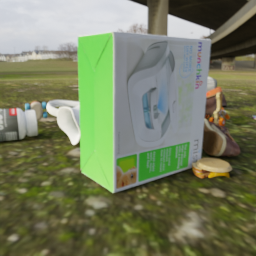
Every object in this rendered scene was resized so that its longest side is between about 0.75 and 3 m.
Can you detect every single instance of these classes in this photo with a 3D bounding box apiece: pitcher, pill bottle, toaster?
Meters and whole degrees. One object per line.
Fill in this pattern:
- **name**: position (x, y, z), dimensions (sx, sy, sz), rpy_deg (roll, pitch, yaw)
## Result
- **pitcher**: position (-1.229, -0.542, 9.275), dimensions (2.445, 1.482, 2.097), rpy_deg (-19, 45, -41)
- **pill bottle**: position (-3.844, -0.095, 8.869), dimensions (1.762, 1.003, 1.003), rpy_deg (-6, 14, -22)
- **toaster**: position (3.663, -1.916, 15.459), dimensions (1.887, 1.660, 2.922), rpy_deg (-5, 11, -5)

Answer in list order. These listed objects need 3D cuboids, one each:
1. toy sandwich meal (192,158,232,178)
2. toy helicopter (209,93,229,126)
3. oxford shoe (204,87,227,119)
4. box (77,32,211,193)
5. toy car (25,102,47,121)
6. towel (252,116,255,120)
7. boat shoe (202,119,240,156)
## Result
- **toy sandwich meal**: position (1.852, 0.910, 6.187), dimensions (0.849, 0.291, 0.849), rpy_deg (3, 13, -1)
- **toy helicopter**: position (3.555, -0.695, 10.771), dimensions (0.877, 1.326, 0.523), rpy_deg (-12, 13, -43)
- **oxford shoe**: position (2.925, -0.736, 11.310), dimensions (2.680, 0.972, 0.954), rpy_deg (-27, -4, -17)
- **box**: position (0.352, -0.464, 6.150), dimensions (2.595, 2.941, 1.422), rpy_deg (-8, 16, -35)
- **toy car**: position (-3.514, -0.692, 10.627), dimensions (0.737, 0.707, 0.799), rpy_deg (-7, 19, -22)
- **towel**: position (5.924, -0.451, 12.498), dimensions (0.588, 0.093, 0.819), rpy_deg (1, 13, 9)
- **boat shoe**: position (2.490, 0.281, 7.990), dimensions (0.819, 0.821, 2.276), rpy_deg (13, 11, -5)
